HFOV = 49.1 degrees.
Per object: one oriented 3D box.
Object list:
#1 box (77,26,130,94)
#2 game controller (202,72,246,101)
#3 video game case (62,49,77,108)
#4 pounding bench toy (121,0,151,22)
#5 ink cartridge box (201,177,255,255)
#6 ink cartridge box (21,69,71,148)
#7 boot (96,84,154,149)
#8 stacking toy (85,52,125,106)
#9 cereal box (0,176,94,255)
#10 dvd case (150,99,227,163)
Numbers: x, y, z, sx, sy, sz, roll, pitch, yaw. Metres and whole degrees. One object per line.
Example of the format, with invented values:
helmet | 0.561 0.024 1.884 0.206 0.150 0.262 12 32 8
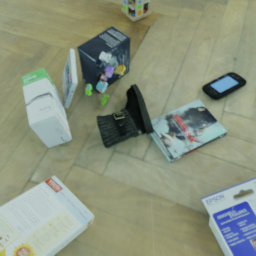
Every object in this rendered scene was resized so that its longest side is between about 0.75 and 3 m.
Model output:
box | -0.996 -2.949 12.265 2.031 1.997 1.192 -39 65 -23
game controller | 4.280 -1.890 12.507 1.995 0.420 1.041 -27 60 -18
video game case | -2.424 -2.005 11.538 0.215 1.652 1.815 4 57 -24
pounding bench toy | 0.228 -7.044 15.310 1.241 1.559 1.998 -30 61 -19
ink cartridge box | 4.191 3.170 8.968 2.830 0.673 2.864 -17 56 -10
ink cartridge box | -3.147 -0.739 10.804 1.030 1.788 2.450 -21 58 -2
boot | -0.278 -0.562 11.236 2.079 1.046 2.781 -17 44 3
stacking toy | -0.905 -1.946 11.348 0.450 1.443 1.913 24 88 28
cereal box | -2.804 2.949 8.566 2.117 0.582 2.943 39 43 23
dvd case | 2.301 0.049 11.262 2.682 0.295 1.958 -24 59 -13
